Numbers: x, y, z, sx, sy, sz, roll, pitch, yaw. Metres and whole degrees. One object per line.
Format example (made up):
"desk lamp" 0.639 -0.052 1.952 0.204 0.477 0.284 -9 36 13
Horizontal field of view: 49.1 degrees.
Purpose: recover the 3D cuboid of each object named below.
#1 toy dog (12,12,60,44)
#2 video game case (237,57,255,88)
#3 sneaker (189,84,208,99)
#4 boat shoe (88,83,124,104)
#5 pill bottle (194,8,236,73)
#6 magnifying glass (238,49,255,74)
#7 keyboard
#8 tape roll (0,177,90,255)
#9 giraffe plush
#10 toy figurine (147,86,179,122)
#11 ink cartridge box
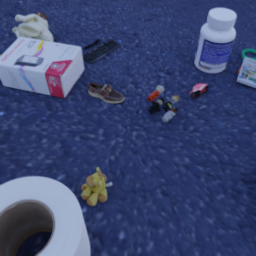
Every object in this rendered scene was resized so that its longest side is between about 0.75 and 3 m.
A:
"toy dog" -4.094 -4.368 12.515 2.030 1.461 2.094 0 46 -19
"video game case" 5.310 -2.056 11.134 1.704 0.188 1.553 23 53 11
"sneaker" 2.602 -1.407 10.642 0.976 0.360 0.423 -29 41 -28
"boat shoe" -0.837 -1.345 10.394 1.466 0.528 0.529 21 52 18
"pill bottle" 3.473 -3.435 11.108 1.334 2.229 1.334 0 48 0
"magnifying glass" 5.089 -2.842 11.976 0.742 0.209 1.865 25 51 20
"keyboard" -1.385 -3.572 12.609 1.216 0.197 1.914 33 55 26
"tape roll" -2.118 2.548 6.156 2.461 1.690 2.461 0 48 0
"giraffe plush" -0.865 1.551 7.664 0.940 0.762 0.811 -33 56 -26
"toy figurine" 1.214 -0.820 9.586 1.018 1.034 0.719 33 65 28
"ink cartridge box" -3.359 -2.399 10.914 2.712 1.161 2.002 13 50 9
